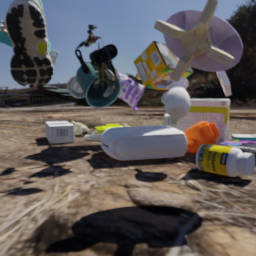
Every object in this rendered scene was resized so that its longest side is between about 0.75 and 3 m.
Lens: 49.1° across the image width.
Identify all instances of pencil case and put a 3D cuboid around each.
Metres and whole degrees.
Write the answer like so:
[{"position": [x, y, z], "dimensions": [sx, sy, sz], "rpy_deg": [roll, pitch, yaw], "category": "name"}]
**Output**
[{"position": [-0.633, -1.946, 12.739], "dimensions": [2.807, 1.200, 1.178], "rpy_deg": [29, 19, 8], "category": "pencil case"}]

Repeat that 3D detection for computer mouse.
[{"position": [-0.956, -2.192, 8.101], "dimensions": [1.221, 0.857, 0.281], "rpy_deg": [-34, 22, -10], "category": "computer mouse"}]

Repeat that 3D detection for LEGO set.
[{"position": [-0.811, -2.299, 9.708], "dimensions": [0.788, 2.782, 1.806], "rpy_deg": [-6, -10, -22], "category": "LEGO set"}]

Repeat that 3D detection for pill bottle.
[{"position": [2.553, 0.867, 7.393], "dimensions": [1.363, 0.758, 0.758], "rpy_deg": [5, 8, 44], "category": "pill bottle"}]

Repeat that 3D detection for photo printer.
[{"position": [0.394, 0.481, 9.848], "dimensions": [2.692, 0.935, 2.240], "rpy_deg": [-2, 8, -14], "category": "photo printer"}]

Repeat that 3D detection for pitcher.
[{"position": [1.405, -0.827, 8.632], "dimensions": [0.761, 1.255, 1.077], "rpy_deg": [31, -44, -24], "category": "pitcher"}]

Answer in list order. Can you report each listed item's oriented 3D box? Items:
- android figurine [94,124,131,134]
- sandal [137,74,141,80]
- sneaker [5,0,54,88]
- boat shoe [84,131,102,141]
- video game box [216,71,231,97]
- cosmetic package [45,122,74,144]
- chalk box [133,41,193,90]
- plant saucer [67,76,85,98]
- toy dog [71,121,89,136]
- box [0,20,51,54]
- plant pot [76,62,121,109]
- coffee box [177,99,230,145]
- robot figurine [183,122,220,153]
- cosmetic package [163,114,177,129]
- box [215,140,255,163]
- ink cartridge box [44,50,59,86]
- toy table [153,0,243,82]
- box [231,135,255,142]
[{"position": [-0.637, 0.115, 15.078], "dimensions": [2.329, 0.478, 2.120], "rpy_deg": [-3, 7, -9], "category": "android figurine"}, {"position": [0.581, -2.968, 12.787], "dimensions": [0.513, 1.561, 0.572], "rpy_deg": [28, -24, -24], "category": "sandal"}, {"position": [-2.310, -2.029, 6.792], "dimensions": [1.038, 1.067, 2.678], "rpy_deg": [2, -37, -17], "category": "sneaker"}, {"position": [-1.536, 0.318, 13.102], "dimensions": [1.185, 0.505, 0.438], "rpy_deg": [4, 8, 31], "category": "boat shoe"}, {"position": [3.111, -1.591, 9.164], "dimensions": [0.225, 0.874, 0.959], "rpy_deg": [-23, -22, 15], "category": "video game box"}, {"position": [-3.258, 0.170, 13.190], "dimensions": [1.125, 0.819, 2.213], "rpy_deg": [-2, 5, -19], "category": "cosmetic package"}, {"position": [1.572, -2.453, 11.456], "dimensions": [2.180, 1.357, 1.350], "rpy_deg": [-2, -27, -44], "category": "chalk box"}, {"position": [-2.463, -2.043, 14.052], "dimensions": [1.177, 1.177, 0.295], "rpy_deg": [-1, -5, -11], "category": "plant saucer"}, {"position": [-2.485, 0.138, 14.549], "dimensions": [0.993, 0.693, 0.963], "rpy_deg": [3, -28, 40], "category": "toy dog"}, {"position": [-2.744, -2.291, 7.407], "dimensions": [1.332, 0.327, 0.548], "rpy_deg": [19, 39, -33], "category": "box"}, {"position": [-1.309, -1.833, 11.323], "dimensions": [1.534, 1.534, 1.502], "rpy_deg": [-5, 39, -35], "category": "plant pot"}, {"position": [3.247, -0.264, 11.952], "dimensions": [1.934, 1.913, 1.931], "rpy_deg": [3, 7, 24], "category": "coffee box"}, {"position": [2.465, 0.352, 9.942], "dimensions": [0.932, 1.150, 1.598], "rpy_deg": [36, -34, -11], "category": "robot figurine"}, {"position": [2.469, -0.193, 15.192], "dimensions": [1.025, 1.026, 1.243], "rpy_deg": [2, 8, 14], "category": "cosmetic package"}, {"position": [4.014, 0.765, 9.855], "dimensions": [1.539, 0.389, 2.153], "rpy_deg": [5, 10, 38], "category": "box"}, {"position": [-3.287, -2.404, 10.859], "dimensions": [0.490, 1.456, 0.853], "rpy_deg": [26, 10, 4], "category": "ink cartridge box"}, {"position": [1.596, -1.963, 6.369], "dimensions": [1.987, 1.827, 1.164], "rpy_deg": [20, 26, 17], "category": "toy table"}, {"position": [5.234, 0.540, 11.523], "dimensions": [1.753, 0.431, 0.721], "rpy_deg": [1, 7, 7], "category": "box"}]
